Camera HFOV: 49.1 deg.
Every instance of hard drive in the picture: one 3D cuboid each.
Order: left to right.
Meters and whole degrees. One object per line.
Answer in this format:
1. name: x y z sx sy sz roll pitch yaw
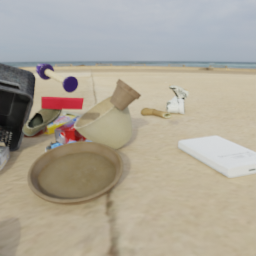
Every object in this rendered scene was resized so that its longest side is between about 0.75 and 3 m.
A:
1. hard drive: 3.174 0.880 9.464 1.803 0.365 2.733 -6 17 -20

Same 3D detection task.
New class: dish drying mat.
1. dish drying mat: -2.029 -0.765 8.644 1.265 0.486 0.115 1 50 -18

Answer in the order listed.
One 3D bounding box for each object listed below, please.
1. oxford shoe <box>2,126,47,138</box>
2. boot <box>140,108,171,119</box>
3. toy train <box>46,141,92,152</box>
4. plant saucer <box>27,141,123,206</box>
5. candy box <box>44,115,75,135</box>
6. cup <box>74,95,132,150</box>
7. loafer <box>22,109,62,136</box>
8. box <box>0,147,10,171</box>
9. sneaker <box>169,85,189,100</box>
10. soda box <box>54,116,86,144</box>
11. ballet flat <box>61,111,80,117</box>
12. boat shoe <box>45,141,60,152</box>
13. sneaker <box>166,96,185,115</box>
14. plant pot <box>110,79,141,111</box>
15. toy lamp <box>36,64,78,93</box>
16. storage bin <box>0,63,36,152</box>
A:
1. oxford shoe: -4.580 -0.081 12.135 2.333 0.822 0.873 1 13 4
2. boot: 1.528 -0.813 15.514 1.179 0.445 1.347 -10 19 -33
3. toy train: -1.695 0.898 8.730 1.749 0.758 0.999 -5 26 -11
4. plant saucer: -1.341 1.153 7.339 2.465 0.363 2.465 -2 30 1
5. candy box: -3.466 -0.196 13.463 1.269 0.328 2.483 10 18 24
6. cup: -0.687 -0.073 10.200 2.088 1.493 2.088 -30 19 12
7. loafer: -2.625 -0.315 8.750 1.471 0.553 0.512 -48 4 -27
8. box: -4.595 1.082 8.588 1.407 0.429 1.777 -2 16 -8
9. sneaker: 1.568 -1.085 8.702 0.832 0.365 0.315 16 11 -34
10. soda box: -2.117 0.120 11.484 0.830 0.751 2.370 3 16 11
11. ballet flat: -3.141 -0.626 14.888 1.377 0.478 0.478 10 18 30
12. boat shoe: -2.599 0.685 9.792 0.439 0.563 1.240 -9 18 -30
13. sneaker: 2.815 -1.446 17.016 1.076 0.997 2.654 -7 14 8
14. plant pot: -0.157 -0.988 8.874 0.893 0.779 0.893 36 4 -3
15. toy lamp: -2.515 -1.752 9.568 0.624 0.624 2.144 -13 32 -40
16. storage bin: -4.338 -0.646 9.404 1.879 2.779 1.303 12 42 -25
